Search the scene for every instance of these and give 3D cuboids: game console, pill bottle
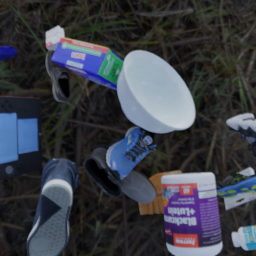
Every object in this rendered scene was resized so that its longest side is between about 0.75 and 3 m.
[{"bbox_3d":[-3.314,0.261,8.153,0.361,2.057,2.326,3,95,32],"label":"game console"},{"bbox_3d":[3.056,2.670,6.803,0.959,0.531,0.531,-19,78,26],"label":"pill bottle"},{"bbox_3d":[1.642,2.467,7.229,1.403,1.403,2.518,-4,81,-1],"label":"pill bottle"}]

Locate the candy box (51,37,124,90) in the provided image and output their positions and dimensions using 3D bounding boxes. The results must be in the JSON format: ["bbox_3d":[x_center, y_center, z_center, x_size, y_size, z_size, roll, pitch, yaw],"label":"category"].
[{"bbox_3d":[-0.960,-1.956,9.069,1.915,2.265,0.873,23,93,28],"label":"candy box"}]

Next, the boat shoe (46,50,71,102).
[{"bbox_3d":[-2.201,-1.719,9.240,0.644,0.634,1.729,-25,109,-43],"label":"boat shoe"}]

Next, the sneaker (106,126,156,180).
[{"bbox_3d":[0.194,0.572,8.583,0.950,1.079,2.420,49,42,-13],"label":"sneaker"}]

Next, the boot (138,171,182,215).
[{"bbox_3d":[1.415,3.018,10.595,1.985,0.945,2.566,-16,67,-5],"label":"boot"}]

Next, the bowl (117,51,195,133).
[{"bbox_3d":[0.638,-0.864,8.461,2.730,1.227,2.730,24,46,-28],"label":"bowl"}]

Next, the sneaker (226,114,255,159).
[{"bbox_3d":[3.384,0.243,7.672,0.706,1.871,1.065,-21,101,-6],"label":"sneaker"}]

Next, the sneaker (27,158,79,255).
[{"bbox_3d":[-2.162,2.243,8.180,1.076,2.046,2.831,14,111,-16],"label":"sneaker"}]

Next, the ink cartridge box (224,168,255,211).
[{"bbox_3d":[3.753,2.091,9.406,0.261,1.185,1.207,32,42,-23],"label":"ink cartridge box"}]

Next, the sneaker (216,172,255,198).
[{"bbox_3d":[3.198,1.525,8.018,0.599,1.689,0.700,28,56,-18],"label":"sneaker"}]

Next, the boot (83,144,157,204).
[{"bbox_3d":[-0.235,1.764,8.790,2.757,1.815,0.962,38,101,-6],"label":"boot"}]

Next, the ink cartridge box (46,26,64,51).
[{"bbox_3d":[-2.487,-3.067,9.524,0.553,0.320,0.949,-21,58,15],"label":"ink cartridge box"}]

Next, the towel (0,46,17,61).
[{"bbox_3d":[-4.215,-2.271,8.573,0.963,1.304,0.323,-7,99,29],"label":"towel"}]
